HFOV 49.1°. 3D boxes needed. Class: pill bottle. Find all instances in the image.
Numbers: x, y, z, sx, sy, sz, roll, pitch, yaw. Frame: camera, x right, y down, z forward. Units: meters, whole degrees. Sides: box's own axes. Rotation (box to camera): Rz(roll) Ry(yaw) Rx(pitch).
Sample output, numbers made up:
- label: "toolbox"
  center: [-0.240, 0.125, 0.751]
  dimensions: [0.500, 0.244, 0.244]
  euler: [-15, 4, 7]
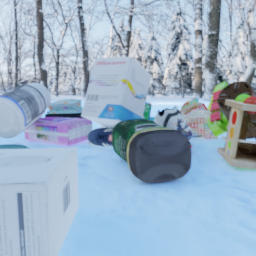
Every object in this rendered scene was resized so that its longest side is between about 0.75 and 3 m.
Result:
- label: "pill bottle"
  center: [-3.881, -0.755, 10.191]
  dimensions: [1.433, 1.433, 2.519]
  euler: [1, 23, 10]

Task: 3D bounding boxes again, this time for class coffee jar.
- label: "coffee jar"
  center: [0.489, 0.488, 7.208]
  dimensions: [1.442, 1.180, 2.766]
  euler: [-5, 9, -12]

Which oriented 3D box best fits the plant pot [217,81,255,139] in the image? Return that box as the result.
- label: "plant pot"
  center: [3.784, -0.638, 9.215]
  dimensions: [1.508, 1.523, 1.523]
  euler: [38, -17, -36]

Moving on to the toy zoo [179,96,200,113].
- label: "toy zoo"
  center: [2.997, -1.186, 13.559]
  dimensions: [0.884, 0.138, 1.347]
  euler: [-30, 9, 29]

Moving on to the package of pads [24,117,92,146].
- label: "package of pads"
  center: [-2.778, 0.087, 11.153]
  dimensions: [2.445, 0.925, 1.473]
  euler: [4, 9, 31]

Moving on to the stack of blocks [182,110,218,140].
- label: "stack of blocks"
  center: [2.826, -0.162, 11.826]
  dimensions: [1.897, 1.092, 0.556]
  euler: [3, 41, 21]

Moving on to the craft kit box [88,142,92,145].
- label: "craft kit box"
  center: [-0.985, 0.518, 10.772]
  dimensions: [0.864, 0.210, 0.853]
  euler: [2, 11, 13]

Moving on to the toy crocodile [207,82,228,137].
- label: "toy crocodile"
  center: [3.530, -0.773, 10.809]
  dimensions: [0.821, 2.660, 0.898]
  euler: [35, -36, -27]

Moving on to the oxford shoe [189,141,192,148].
- label: "oxford shoe"
  center: [1.122, 0.340, 9.664]
  dimensions: [2.268, 0.823, 0.807]
  euler: [6, 9, 36]

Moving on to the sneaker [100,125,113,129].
- label: "sneaker"
  center: [-0.985, -0.195, 12.249]
  dimensions: [0.623, 1.015, 1.560]
  euler: [-44, 25, -19]

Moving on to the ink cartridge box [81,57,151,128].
- label: "ink cartridge box"
  center: [-0.358, -1.128, 9.490]
  dimensions: [1.516, 2.067, 1.509]
  euler: [7, -10, 32]

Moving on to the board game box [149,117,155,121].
- label: "board game box"
  center: [0.375, -0.330, 15.433]
  dimensions: [2.177, 0.490, 1.656]
  euler: [-5, 6, -19]

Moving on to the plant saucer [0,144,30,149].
- label: "plant saucer"
  center: [-3.922, 0.770, 8.732]
  dimensions: [1.858, 0.255, 1.858]
  euler: [-1, 8, 0]

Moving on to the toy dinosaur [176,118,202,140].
- label: "toy dinosaur"
  center: [1.662, 0.128, 8.654]
  dimensions: [1.118, 0.587, 1.014]
  euler: [-15, -35, 9]

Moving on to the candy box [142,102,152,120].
- label: "candy box"
  center: [0.595, -0.342, 11.838]
  dimensions: [0.588, 1.528, 1.292]
  euler: [8, 9, 2]

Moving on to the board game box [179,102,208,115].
- label: "board game box"
  center: [2.895, -0.582, 14.167]
  dimensions: [1.866, 0.570, 2.464]
  euler: [-32, 5, 5]

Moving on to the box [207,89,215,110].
- label: "box"
  center: [4.702, -1.196, 14.171]
  dimensions: [0.600, 1.536, 2.520]
  euler: [18, 13, -1]

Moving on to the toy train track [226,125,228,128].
- label: "toy train track"
  center: [5.362, -0.190, 14.617]
  dimensions: [1.691, 0.480, 2.948]
  euler: [6, 12, 22]

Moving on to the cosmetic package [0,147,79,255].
- label: "cosmetic package"
  center: [-1.750, 0.988, 3.899]
  dimensions: [1.818, 1.117, 1.812]
  euler: [0, 8, 1]

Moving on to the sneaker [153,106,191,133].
- label: "sneaker"
  center: [1.481, -0.223, 11.087]
  dimensions: [1.075, 1.166, 2.915]
  euler: [-24, 3, -17]

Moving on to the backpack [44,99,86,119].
- label: "backpack"
  center: [-2.899, -0.569, 13.574]
  dimensions: [1.889, 1.647, 2.149]
  euler: [-5, 2, 3]

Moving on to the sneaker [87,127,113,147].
- label: "sneaker"
  center: [-0.606, 0.350, 9.754]
  dimensions: [1.961, 0.735, 0.828]
  euler: [2, -1, 17]

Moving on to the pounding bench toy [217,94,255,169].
- label: "pounding bench toy"
  center: [3.462, -0.032, 8.018]
  dimensions: [1.445, 1.815, 2.326]
  euler: [5, 10, 2]
